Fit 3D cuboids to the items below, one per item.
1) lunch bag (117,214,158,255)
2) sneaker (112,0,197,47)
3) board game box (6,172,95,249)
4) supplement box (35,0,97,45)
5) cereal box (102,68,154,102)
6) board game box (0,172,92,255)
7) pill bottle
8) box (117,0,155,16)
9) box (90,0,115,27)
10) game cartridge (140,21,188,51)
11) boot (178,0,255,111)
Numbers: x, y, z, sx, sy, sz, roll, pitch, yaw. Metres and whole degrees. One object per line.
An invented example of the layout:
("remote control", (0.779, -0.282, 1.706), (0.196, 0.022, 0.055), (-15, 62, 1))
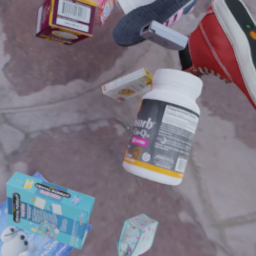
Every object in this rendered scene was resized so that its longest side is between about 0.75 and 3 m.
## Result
("lunch bag", (0.151, 2.054, 5.171), (0.468, 0.653, 0.767), (23, 101, 32))
("sneaker", (0.812, -2.985, 7.848), (2.703, 1.109, 0.948), (-32, 79, -1))
("board game box", (-1.216, 1.291, 4.327), (1.262, 0.953, 0.296), (18, 34, 4))
("supplement box", (-1.571, -2.587, 6.804), (0.987, 1.788, 0.766), (6, 95, -29))
("cereal box", (0.070, -1.141, 7.699), (1.323, 0.952, 0.261), (-20, 72, 23))
("board game box", (-2.480, 2.661, 7.330), (2.178, 0.475, 2.189), (37, 68, 19))
("pill bottle", (0.771, -0.014, 5.938), (1.290, 1.290, 2.217), (15, 86, 8))
("box", (0.719, -4.089, 8.739), (2.001, 1.245, 0.976), (-30, 105, 7))
("box", (-1.450, -3.916, 8.254), (1.955, 0.933, 0.975), (23, 74, 8))
("game cartridge", (0.810, -2.053, 6.356), (0.947, 1.421, 0.288), (25, 100, -13))
("boot", (2.074, -1.182, 6.083), (0.971, 1.935, 2.682), (-8, 69, -31))
